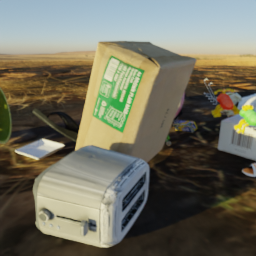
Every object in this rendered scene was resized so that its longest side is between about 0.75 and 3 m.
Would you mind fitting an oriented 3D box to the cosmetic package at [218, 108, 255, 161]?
[{"bbox_3d":[3.900,0.103,8.342,2.574,0.917,1.306,-16,24,-42],"label":"cosmetic package"}]

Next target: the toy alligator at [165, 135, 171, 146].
[{"bbox_3d":[1.192,0.267,8.979,0.316,0.345,1.165,32,19,-33],"label":"toy alligator"}]

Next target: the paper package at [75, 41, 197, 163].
[{"bbox_3d":[0.204,-0.494,6.708,1.451,2.804,2.673,27,27,19],"label":"paper package"}]

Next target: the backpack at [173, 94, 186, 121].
[{"bbox_3d":[1.120,-0.987,10.636,1.380,1.628,1.833,29,29,37],"label":"backpack"}]

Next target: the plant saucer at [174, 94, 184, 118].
[{"bbox_3d":[0.943,-1.019,9.614,2.262,2.262,0.573,-4,19,-15],"label":"plant saucer"}]

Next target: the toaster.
[{"bbox_3d":[-0.486,1.059,4.766,1.329,1.169,2.057,11,20,22],"label":"toaster"}]

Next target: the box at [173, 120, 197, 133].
[{"bbox_3d":[1.971,-0.063,9.761,0.274,0.299,0.852,-42,27,-22],"label":"box"}]

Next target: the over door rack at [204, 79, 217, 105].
[{"bbox_3d":[3.842,-1.699,13.306,0.365,1.095,0.809,-21,25,6],"label":"over door rack"}]

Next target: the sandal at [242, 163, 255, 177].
[{"bbox_3d":[3.184,0.952,6.640,0.978,0.280,0.375,-2,16,-5],"label":"sandal"}]

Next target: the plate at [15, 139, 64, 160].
[{"bbox_3d":[-2.469,0.624,7.891,0.988,0.160,0.990,10,23,32],"label":"plate"}]

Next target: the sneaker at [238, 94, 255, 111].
[{"bbox_3d":[5.837,-1.194,12.851,2.903,1.092,1.284,-15,11,-39],"label":"sneaker"}]

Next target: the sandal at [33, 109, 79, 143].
[{"bbox_3d":[-1.516,0.020,7.470,2.124,0.508,0.799,33,-10,-18],"label":"sandal"}]

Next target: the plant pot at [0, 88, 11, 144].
[{"bbox_3d":[-4.852,-0.329,8.445,1.873,1.972,1.972,-9,17,-3],"label":"plant pot"}]

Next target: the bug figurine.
[{"bbox_3d":[3.449,-0.589,7.229,2.332,0.600,1.809,-8,30,2],"label":"bug figurine"}]

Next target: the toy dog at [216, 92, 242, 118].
[{"bbox_3d":[3.496,-0.707,9.355,0.628,0.900,0.872,-26,14,-37],"label":"toy dog"}]
